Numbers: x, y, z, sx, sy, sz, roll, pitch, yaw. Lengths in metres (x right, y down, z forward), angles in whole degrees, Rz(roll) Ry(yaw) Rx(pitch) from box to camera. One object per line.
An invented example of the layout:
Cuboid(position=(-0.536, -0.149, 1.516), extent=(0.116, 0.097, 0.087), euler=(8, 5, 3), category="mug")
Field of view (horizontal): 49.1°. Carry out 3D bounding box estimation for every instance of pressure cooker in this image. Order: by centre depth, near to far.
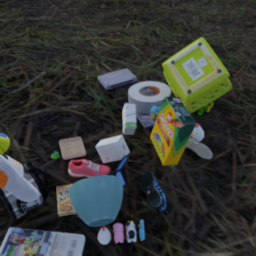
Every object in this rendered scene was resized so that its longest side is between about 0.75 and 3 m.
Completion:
Cuboid(position=(-3.275, 1.921, 8.839), extent=(1.565, 1.377, 1.398), euler=(-30, 86, -33), category="pressure cooker")

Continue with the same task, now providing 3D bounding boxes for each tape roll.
Cuboid(position=(1.025, -1.469, 13.322), extent=(2.027, 0.670, 2.027), euler=(-2, 37, 2), category="tape roll")

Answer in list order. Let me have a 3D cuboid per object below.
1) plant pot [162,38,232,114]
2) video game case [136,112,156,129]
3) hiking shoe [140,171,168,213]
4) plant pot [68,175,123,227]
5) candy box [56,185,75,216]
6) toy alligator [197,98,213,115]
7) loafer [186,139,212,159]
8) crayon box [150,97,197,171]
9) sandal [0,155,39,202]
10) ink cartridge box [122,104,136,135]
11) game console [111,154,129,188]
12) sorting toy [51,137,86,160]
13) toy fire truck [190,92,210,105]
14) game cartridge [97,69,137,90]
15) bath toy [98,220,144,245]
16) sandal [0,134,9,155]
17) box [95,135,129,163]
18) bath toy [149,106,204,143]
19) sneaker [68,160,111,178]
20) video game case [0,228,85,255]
Cuboid(position=(2.851, -2.223, 11.870), extent=(2.306, 2.103, 2.317), euler=(-32, 75, 11), category="plant pot")
Cuboid(position=(0.922, -0.487, 12.776), extent=(0.925, 0.123, 1.295), euler=(-15, 45, -17), category="video game case")
Cuboid(position=(0.852, 2.155, 9.467), extent=(0.591, 0.689, 1.589), euler=(-34, 32, 13), category="hiking shoe")
Cuboid(position=(-0.856, 2.193, 8.079), extent=(1.611, 1.611, 1.085), euler=(-9, 59, -10), category="plant pot")
Cuboid(position=(-2.053, 2.379, 9.237), extent=(0.543, 0.260, 0.941), euler=(-7, 60, -9), category="candy box")
Cuboid(position=(3.785, -1.329, 13.394), extent=(0.611, 0.559, 2.059), euler=(23, 46, 24), category="toy alligator")
Cuboid(position=(2.684, 0.792, 10.716), extent=(1.263, 0.397, 0.454), euler=(33, 92, 32), category="loafer")
Cuboid(position=(1.440, 0.266, 9.772), extent=(0.590, 2.323, 1.475), euler=(-3, 43, -20), category="crayon box")
Cuboid(position=(-3.159, 1.298, 7.597), extent=(0.774, 2.019, 0.579), euler=(-24, 40, 6), category="sandal")
Cuboid(position=(0.045, -0.365, 11.799), extent=(0.464, 0.800, 1.104), euler=(2, 68, -9), category="ink cartridge box")
Cuboid(position=(-0.131, 1.484, 9.467), extent=(0.641, 1.101, 0.969), euler=(-25, 85, 9), category="game console")
Cuboid(position=(-2.437, 0.866, 11.181), extent=(1.330, 0.196, 0.983), euler=(-10, 47, -17), category="sorting toy")
Cuboid(position=(3.487, -1.765, 13.514), extent=(1.578, 0.545, 2.237), euler=(-1, 36, 32), category="toy fire truck")
Cuboid(position=(-0.603, -2.638, 15.086), extent=(1.823, 0.350, 1.181), euler=(-19, 41, -21), category="game cartridge")
Cuboid(position=(-0.217, 3.099, 8.406), extent=(1.405, 0.519, 0.611), euler=(-5, 14, -7), category="bath toy")
Cuboid(position=(-6.113, 0.660, 10.766), extent=(2.931, 1.165, 1.276), euler=(-10, 38, -13), category="sandal")
Cuboid(position=(-0.579, 0.797, 10.397), extent=(0.986, 0.751, 0.524), euler=(-14, 20, 27), category="box")
Cuboid(position=(2.024, -0.167, 11.661), extent=(2.377, 0.878, 1.033), euler=(29, 62, 28), category="bath toy")
Cuboid(position=(-1.417, 1.478, 10.123), extent=(1.566, 0.679, 0.577), euler=(2, 42, 1), category="sneaker")
Cuboid(position=(-2.578, 4.027, 7.538), extent=(2.336, 0.295, 2.564), euler=(4, 43, 4), category="video game case")
